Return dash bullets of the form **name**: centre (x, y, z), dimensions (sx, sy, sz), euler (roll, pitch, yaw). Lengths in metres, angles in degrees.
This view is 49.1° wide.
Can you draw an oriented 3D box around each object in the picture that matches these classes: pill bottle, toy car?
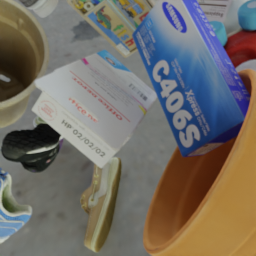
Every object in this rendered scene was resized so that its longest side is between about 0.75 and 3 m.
- **pill bottle**: centre (-2.778, -3.914, 7.698), dimensions (0.939, 1.650, 0.939), euler (-17, 56, 27)
- **toy car**: centre (2.666, -1.052, 5.749), dimensions (2.065, 2.152, 2.334), euler (-25, 39, 5)

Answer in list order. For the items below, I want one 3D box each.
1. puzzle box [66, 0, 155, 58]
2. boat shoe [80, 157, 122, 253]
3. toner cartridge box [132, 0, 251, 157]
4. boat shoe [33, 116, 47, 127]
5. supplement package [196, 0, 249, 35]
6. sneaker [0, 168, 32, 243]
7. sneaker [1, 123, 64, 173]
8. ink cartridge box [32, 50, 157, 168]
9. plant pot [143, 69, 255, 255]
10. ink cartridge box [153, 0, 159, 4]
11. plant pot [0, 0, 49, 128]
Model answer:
- **puzzle box**: centre (-0.152, -3.038, 7.417), dimensions (1.661, 2.497, 0.317), euler (-27, 53, 26)
- **boat shoe**: centre (-0.716, 1.716, 6.672), dimensions (0.785, 0.875, 2.364), euler (5, 45, 8)
- **toner cartridge box**: centre (0.913, -0.868, 4.304), dimensions (0.516, 1.136, 2.391), euler (0, 61, -40)
- **boat shoe**: centre (-1.867, -0.415, 8.308), dimensions (1.918, 0.595, 0.691), euler (-14, 55, -10)
- **supplement package**: centre (2.702, -3.131, 7.121), dimensions (1.598, 2.636, 1.579), euler (7, 20, -29)
- **sneaker**: centre (-2.351, 0.769, 4.329), dimensions (0.857, 2.225, 0.842), euler (-28, 18, -1)
- **sneaker**: centre (-1.706, 0.519, 5.302), dimensions (0.784, 2.071, 0.907), euler (17, 98, 4)
- **ink cartridge box**: centre (-0.554, -0.391, 5.068), dimensions (1.549, 0.913, 2.691), euler (40, 29, -2)
- **plant pot**: centre (1.793, 0.931, 4.149), dimensions (2.052, 2.932, 2.932), euler (30, 58, 0)
- **ink cartridge box**: centre (1.170, -3.722, 8.130), dimensions (0.979, 0.718, 0.406), euler (-29, 65, 21)
- **plant pot**: centre (-2.901, -1.050, 5.748), dimensions (2.407, 2.203, 2.407), euler (6, 69, -16)
